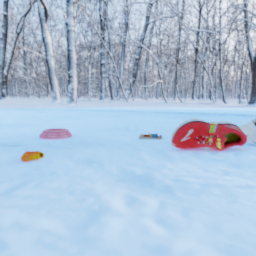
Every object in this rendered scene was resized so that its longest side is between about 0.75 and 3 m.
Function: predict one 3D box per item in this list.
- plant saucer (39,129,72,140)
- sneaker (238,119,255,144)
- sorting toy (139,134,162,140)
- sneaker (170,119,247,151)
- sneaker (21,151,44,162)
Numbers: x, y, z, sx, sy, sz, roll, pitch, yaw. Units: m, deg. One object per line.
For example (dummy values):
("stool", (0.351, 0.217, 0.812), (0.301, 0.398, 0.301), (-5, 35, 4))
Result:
("plant saucer", (-3.298, 0.258, 12.773), (1.456, 0.369, 1.456), (-1, 7, 0))
("sneaker", (4.890, 0.073, 11.224), (0.750, 0.956, 1.925), (21, 3, -21))
("sorting toy", (1.025, 0.344, 12.791), (1.019, 0.183, 1.368), (0, 6, 4))
("sneaker", (2.837, 0.307, 9.669), (2.750, 1.059, 1.168), (-6, 24, -13))
("sneaker", (-2.761, 0.810, 8.111), (0.316, 0.299, 0.820), (9, 11, 23))
